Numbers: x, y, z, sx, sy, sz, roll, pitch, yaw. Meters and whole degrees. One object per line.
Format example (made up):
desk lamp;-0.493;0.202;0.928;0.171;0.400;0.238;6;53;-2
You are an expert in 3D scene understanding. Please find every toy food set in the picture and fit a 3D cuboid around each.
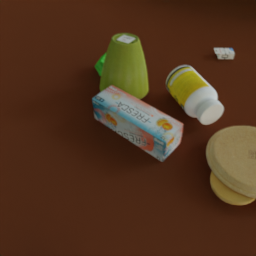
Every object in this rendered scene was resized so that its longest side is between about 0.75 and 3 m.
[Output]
toy food set;3.505;0.968;7.928;2.576;0.633;2.603;0;46;0

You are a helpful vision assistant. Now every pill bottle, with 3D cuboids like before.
pill bottle;2.249;-1.109;9.517;1.186;1.186;2.118;-16;48;-15

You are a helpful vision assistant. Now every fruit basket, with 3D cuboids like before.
fruit basket;-0.720;-2.472;11.311;1.046;0.755;1.046;22;56;-36

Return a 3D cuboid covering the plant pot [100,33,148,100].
plant pot;-0.133;-2.245;9.957;1.837;1.963;1.837;1;41;-1

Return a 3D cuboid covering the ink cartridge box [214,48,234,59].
ink cartridge box;4.134;-3.227;12.168;0.811;0.275;0.470;2;46;2

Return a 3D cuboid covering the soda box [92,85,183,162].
soda box;0.234;-0.210;8.843;2.928;0.931;1.001;32;54;28
